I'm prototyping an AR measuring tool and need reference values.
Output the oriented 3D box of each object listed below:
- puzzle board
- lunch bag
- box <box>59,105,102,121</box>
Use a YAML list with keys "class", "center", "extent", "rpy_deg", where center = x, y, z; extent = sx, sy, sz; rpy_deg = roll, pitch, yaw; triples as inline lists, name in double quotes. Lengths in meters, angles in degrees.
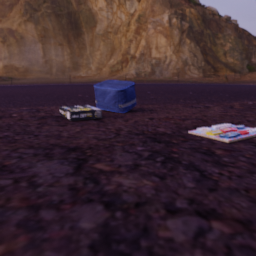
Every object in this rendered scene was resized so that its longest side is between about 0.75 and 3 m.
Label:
- class: "puzzle board"
  center: [3.811, 0.126, 10.669]
  extent: [2.451, 0.213, 1.847]
  rpy_deg: [-8, 14, -34]
- class: "lunch bag"
  center: [-0.821, -1.783, 16.384]
  extent: [2.475, 1.638, 1.682]
  rpy_deg: [12, 29, 34]
- class: "box"
  center: [-2.455, -0.779, 14.263]
  extent: [1.643, 0.500, 2.038]
  rpy_deg: [-4, 12, -27]
